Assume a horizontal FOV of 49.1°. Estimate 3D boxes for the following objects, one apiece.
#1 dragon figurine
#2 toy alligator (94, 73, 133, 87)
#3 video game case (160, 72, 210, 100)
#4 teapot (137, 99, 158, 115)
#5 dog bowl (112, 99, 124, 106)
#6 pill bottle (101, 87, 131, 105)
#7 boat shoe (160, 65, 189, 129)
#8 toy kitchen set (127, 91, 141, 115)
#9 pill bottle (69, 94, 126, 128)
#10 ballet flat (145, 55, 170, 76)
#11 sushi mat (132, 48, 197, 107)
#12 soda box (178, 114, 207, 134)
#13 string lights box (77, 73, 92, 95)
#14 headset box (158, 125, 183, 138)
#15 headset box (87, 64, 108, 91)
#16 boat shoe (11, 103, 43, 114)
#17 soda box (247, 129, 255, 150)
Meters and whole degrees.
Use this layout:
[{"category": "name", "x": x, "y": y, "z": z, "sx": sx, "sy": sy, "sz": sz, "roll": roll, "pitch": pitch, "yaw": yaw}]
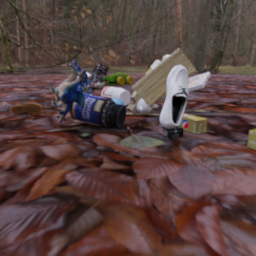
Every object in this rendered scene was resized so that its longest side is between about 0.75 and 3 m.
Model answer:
[{"category": "dragon figurine", "x": -2.051, "y": -1.093, "z": 10.152, "sx": 1.321, "sy": 2.657, "sz": 0.782, "roll": -23, "pitch": 52, "yaw": -25}, {"category": "toy alligator", "x": -0.409, "y": -1.501, "z": 8.644, "sx": 0.540, "sy": 0.391, "sz": 1.628, "roll": 8, "pitch": 15, "yaw": 37}, {"category": "video game case", "x": 2.586, "y": -1.908, "z": 12.681, "sx": 2.006, "sy": 0.230, "sz": 1.825, "roll": -13, "pitch": 19, "yaw": 31}, {"category": "teapot", "x": 0.877, "y": -0.968, "z": 13.166, "sx": 0.629, "sy": 0.861, "sz": 0.850, "roll": 29, "pitch": -12, "yaw": 43}, {"category": "dog bowl", "x": -0.475, "y": -0.722, "z": 11.710, "sx": 0.594, "sy": 1.066, "sz": 0.264, "roll": 10, "pitch": 42, "yaw": 17}, {"category": "pill bottle", "x": -0.689, "y": -1.819, "z": 16.184, "sx": 1.003, "sy": 1.003, "sz": 1.831, "roll": -10, "pitch": 17, "yaw": -35}, {"category": "boat shoe", "x": 1.708, "y": -1.062, "z": 9.398, "sx": 0.832, "sy": 2.260, "sz": 0.739, "roll": 14, "pitch": -8, "yaw": -23}, {"category": "toy kitchen set", "x": 0.154, "y": -1.125, "z": 13.716, "sx": 1.056, "sy": 1.171, "sz": 0.955, "roll": 12, "pitch": 60, "yaw": 42}, {"category": "pill bottle", "x": -1.161, "y": -0.659, "z": 11.014, "sx": 2.038, "sy": 1.140, "sz": 1.140, "roll": 13, "pitch": 18, "yaw": 21}, {"category": "ballet flat", "x": 1.550, "y": -2.875, "z": 12.827, "sx": 2.055, "sy": 0.726, "sz": 0.726, "roll": -32, "pitch": 29, "yaw": -28}, {"category": "sushi mat", "x": 1.476, "y": -2.007, "z": 11.584, "sx": 2.597, "sy": 1.242, "sz": 0.157, "roll": -36, "pitch": 17, "yaw": 27}, {"category": "soda box", "x": 2.234, "y": -0.212, "z": 10.703, "sx": 0.554, "sy": 0.524, "sz": 1.636, "roll": -9, "pitch": 17, "yaw": -29}, {"category": "string lights box", "x": -2.071, "y": -1.975, "z": 13.330, "sx": 0.602, "sy": 1.172, "sz": 0.345, "roll": -30, "pitch": 52, "yaw": -30}, {"category": "headset box", "x": 1.481, "y": 0.090, "z": 9.922, "sx": 0.612, "sy": 0.317, "sz": 0.822, "roll": -5, "pitch": 14, "yaw": -20}, {"category": "headset box", "x": -1.106, "y": -1.763, "z": 10.080, "sx": 0.368, "sy": 0.954, "sz": 0.710, "roll": 19, "pitch": -1, "yaw": -26}, {"category": "boat shoe", "x": -4.944, "y": -1.002, "z": 13.825, "sx": 1.567, "sy": 0.552, "sz": 0.551, "roll": 1, "pitch": 17, "yaw": 5}, {"category": "soda box", "x": 4.481, "y": 0.280, "z": 8.659, "sx": 1.729, "sy": 0.554, "sz": 0.586, "roll": -8, "pitch": 17, "yaw": -32}]
